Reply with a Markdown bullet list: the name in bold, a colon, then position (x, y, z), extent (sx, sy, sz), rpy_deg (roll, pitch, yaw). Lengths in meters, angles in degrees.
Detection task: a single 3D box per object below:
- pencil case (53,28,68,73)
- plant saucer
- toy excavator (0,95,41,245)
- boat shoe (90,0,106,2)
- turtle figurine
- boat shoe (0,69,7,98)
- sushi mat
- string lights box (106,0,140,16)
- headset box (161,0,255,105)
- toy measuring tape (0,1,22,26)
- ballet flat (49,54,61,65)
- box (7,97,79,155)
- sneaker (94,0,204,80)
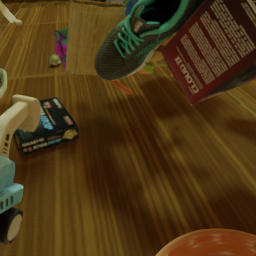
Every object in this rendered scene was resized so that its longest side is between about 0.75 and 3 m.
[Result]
- **pencil case**: position (-0.491, -2.076, 6.784), extent (2.474, 1.053, 1.143), rpy_deg (-14, 17, -5)
- **plant saucer**: position (1.394, 2.498, 3.438), extent (2.649, 0.496, 2.649), rpy_deg (1, 34, 0)
- **toy excavator**: position (-1.510, 0.416, 3.127), extent (0.811, 1.624, 1.579), rpy_deg (13, 4, 5)
- **boat shoe**: position (-1.200, -3.638, 6.482), extent (0.698, 0.741, 2.063), rpy_deg (48, 14, 29)
- **turtle figurine**: position (0.811, -1.875, 5.856), extent (2.762, 2.227, 0.889), rpy_deg (-23, 71, -49)
- **boat shoe**: position (-1.576, -0.516, 2.519), extent (0.862, 0.957, 2.707), rpy_deg (27, -17, -33)
- **sushi mat**: position (-0.740, -1.719, 5.695), extent (0.982, 2.053, 0.124), rpy_deg (0, 65, -15)
- **string lights box**: position (0.734, -3.649, 8.026), extent (2.855, 1.467, 0.842), rpy_deg (27, 66, -22)
- **headset box**: position (1.929, -1.449, 3.828), extent (2.038, 2.739, 1.058), rpy_deg (-21, 78, -32)
- **toy measuring tape**: position (-3.608, -3.865, 7.722), extent (2.153, 0.792, 0.792), rpy_deg (51, 47, 0)
- **ballet flat**: position (-2.904, -2.937, 11.637), extent (0.460, 0.460, 1.303), rpy_deg (2, 33, 4)
- **box**: position (-2.283, -0.134, 7.401), extent (1.443, 0.417, 1.815), rpy_deg (-16, 37, -23)
- **sneaker**: position (0.203, -1.522, 4.241), extent (0.886, 2.285, 1.042), rpy_deg (56, 28, 2)
